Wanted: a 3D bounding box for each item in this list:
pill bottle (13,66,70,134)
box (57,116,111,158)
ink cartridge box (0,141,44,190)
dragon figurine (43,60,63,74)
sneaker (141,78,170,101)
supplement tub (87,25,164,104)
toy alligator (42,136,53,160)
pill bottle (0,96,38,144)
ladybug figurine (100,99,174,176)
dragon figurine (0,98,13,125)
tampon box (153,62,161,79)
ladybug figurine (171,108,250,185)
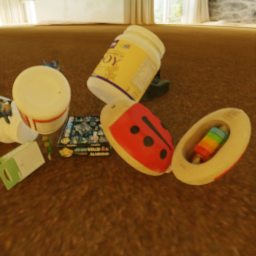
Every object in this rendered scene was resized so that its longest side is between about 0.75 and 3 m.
[{"bbox_3d":[-2.412,-0.628,8.002,1.391,1.391,2.540,-9,-10,-17],"label":"pill bottle"},{"bbox_3d":[-1.429,0.242,9.864,1.713,0.496,2.155,-1,29,-1],"label":"box"},{"bbox_3d":[-3.113,1.027,7.936,0.423,0.741,1.427,-1,26,32],"label":"ink cartridge box"},{"bbox_3d":[-2.746,-2.080,9.743,0.762,0.451,1.532,-6,40,-28],"label":"dragon figurine"},{"bbox_3d":[0.922,-2.023,14.086,1.373,0.916,2.397,19,29,37],"label":"sneaker"},{"bbox_3d":[-0.035,-2.295,11.043,2.094,2.094,2.880,24,79,40],"label":"supplement tub"},{"bbox_3d":[-2.524,0.607,8.956,0.225,0.311,0.938,-21,60,-10],"label":"toy alligator"},{"bbox_3d":[-4.490,-0.331,9.906,2.687,1.492,1.492,18,31,23],"label":"pill bottle"},{"bbox_3d":[0.392,0.187,7.989,2.656,0.955,1.803,46,43,0],"label":"ladybug figurine"},{"bbox_3d":[-3.115,-0.308,6.991,0.378,1.283,0.638,12,61,-27],"label":"dragon figurine"},{"bbox_3d":[0.745,-3.080,15.481,1.987,1.489,1.255,1,26,1],"label":"tampon box"},{"bbox_3d":[2.254,0.536,7.384,2.484,0.893,1.686,-45,35,-2],"label":"ladybug figurine"}]
